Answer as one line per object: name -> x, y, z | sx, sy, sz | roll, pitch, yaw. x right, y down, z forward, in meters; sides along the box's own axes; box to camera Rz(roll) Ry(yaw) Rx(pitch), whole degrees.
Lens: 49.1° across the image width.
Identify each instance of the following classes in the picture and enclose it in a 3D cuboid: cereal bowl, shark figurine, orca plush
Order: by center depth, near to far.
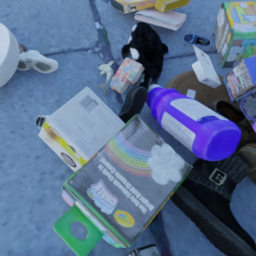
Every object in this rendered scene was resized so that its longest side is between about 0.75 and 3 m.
cereal bowl -> -4.206, -1.986, 8.457 | 2.275, 0.947, 2.275 | -7, 68, 17
shark figurine -> -0.566, -1.602, 8.750 | 0.705, 0.492, 1.180 | -27, 46, 23
orca plush -> 0.500, -2.525, 8.923 | 1.563, 1.056, 2.970 | 9, 58, 6

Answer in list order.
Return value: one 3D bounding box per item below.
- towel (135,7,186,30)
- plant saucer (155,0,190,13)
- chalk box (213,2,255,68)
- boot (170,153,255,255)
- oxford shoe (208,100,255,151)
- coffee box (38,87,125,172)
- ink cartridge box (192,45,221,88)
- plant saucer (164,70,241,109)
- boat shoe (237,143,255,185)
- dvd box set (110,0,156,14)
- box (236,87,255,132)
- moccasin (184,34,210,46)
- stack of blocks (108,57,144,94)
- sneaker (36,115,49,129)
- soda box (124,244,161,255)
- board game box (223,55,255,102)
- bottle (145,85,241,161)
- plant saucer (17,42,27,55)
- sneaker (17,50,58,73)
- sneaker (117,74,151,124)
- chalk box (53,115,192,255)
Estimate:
towel -> 1.192, -4.020, 10.085 | 1.604, 0.258, 1.532 | 20, 38, 10
plant saucer -> 1.626, -4.331, 9.502 | 1.337, 1.336, 0.324 | -17, 95, 3
chalk box -> 3.696, -2.820, 8.957 | 1.335, 1.342, 2.157 | -2, 59, -1
boot -> 2.271, 1.603, 6.386 | 1.791, 0.902, 2.396 | -36, 64, -21
oxford shoe -> 2.919, 0.099, 7.035 | 2.194, 0.926, 0.797 | 39, 86, 12
coffee box -> -1.151, 0.066, 6.793 | 1.307, 1.295, 1.309 | 46, 58, -4
ink cartridge box -> 2.093, -1.659, 7.716 | 0.251, 1.124, 0.990 | -29, 70, 32
plant saucer -> 2.194, -0.878, 8.313 | 2.357, 0.347, 2.357 | 0, 59, 0
boat shoe -> 4.001, 1.207, 6.653 | 2.915, 1.049, 0.991 | 37, 62, 10
dvd box set -> 0.607, -4.858, 10.518 | 2.251, 0.331, 1.647 | -19, 37, -12
box -> 3.738, -0.334, 6.512 | 2.276, 1.207, 1.391 | 2, 58, -50
moccasin -> 2.256, -2.916, 9.210 | 0.870, 0.350, 0.297 | 14, 19, 18
stack of blocks -> -0.055, -1.555, 8.529 | 0.589, 0.299, 1.023 | 32, 87, 21
sneaker -> -1.898, -0.002, 7.701 | 1.223, 0.496, 0.460 | 31, 103, 2
soda box -> 0.575, 3.626, 4.855 | 1.012, 0.906, 2.861 | -38, 61, 18
board game box -> 3.401, -1.368, 7.369 | 1.190, 1.493, 0.723 | -17, 81, -1
bottle -> 1.370, -0.279, 7.031 | 1.194, 0.933, 2.859 | -1, 28, -33
plant saucer -> -4.101, -2.551, 9.439 | 1.284, 0.235, 1.284 | 0, 58, -1
sneaker -> -2.928, -2.230, 9.051 | 1.472, 0.574, 0.731 | 9, 55, 5
sneaker -> 0.130, -0.645, 7.638 | 0.508, 0.883, 1.693 | 28, 102, -13
chalk box -> -0.302, 1.363, 5.904 | 1.672, 1.663, 2.687 | 45, 66, 4
